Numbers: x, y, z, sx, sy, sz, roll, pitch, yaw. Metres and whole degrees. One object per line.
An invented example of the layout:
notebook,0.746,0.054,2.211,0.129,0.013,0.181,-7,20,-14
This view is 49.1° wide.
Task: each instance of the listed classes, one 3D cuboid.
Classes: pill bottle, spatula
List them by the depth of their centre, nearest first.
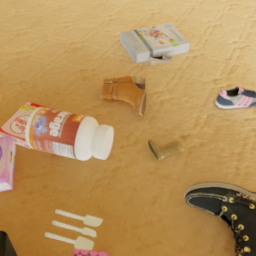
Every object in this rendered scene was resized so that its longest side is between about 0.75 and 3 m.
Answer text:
spatula,-1.597,2.924,8.116,1.480,0.119,1.029,11,49,10
pill bottle,-1.960,0.249,9.653,2.711,1.521,1.521,11,48,10

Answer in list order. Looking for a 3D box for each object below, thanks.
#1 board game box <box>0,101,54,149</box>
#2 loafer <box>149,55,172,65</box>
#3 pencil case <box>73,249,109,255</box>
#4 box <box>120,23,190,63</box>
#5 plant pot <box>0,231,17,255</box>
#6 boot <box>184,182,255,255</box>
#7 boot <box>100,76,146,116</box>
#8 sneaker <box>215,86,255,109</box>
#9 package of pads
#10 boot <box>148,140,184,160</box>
board game box,-3.824,-0.157,10.774,1.384,0.423,1.827,16,49,15
loafer,1.627,-3.407,13.847,1.205,0.379,0.433,-12,48,-11
pencil case,-1.000,3.487,7.411,0.944,0.428,0.442,5,74,7
box,1.364,-4.517,14.737,2.987,0.615,2.328,-14,49,-14
plant pot,-3.540,3.668,6.049,2.440,2.446,2.169,-3,37,-2
boot,2.963,2.789,7.625,2.973,1.088,2.238,14,47,4
boot,-0.222,-1.321,11.600,1.905,0.907,2.463,0,37,0
sneaker,4.733,-1.343,11.560,2.185,0.896,0.766,-10,48,-10
package of pads,-4.435,1.228,9.264,1.179,0.740,1.957,-9,48,-9
boot,1.338,0.656,10.101,1.041,0.344,0.911,-21,63,-17
